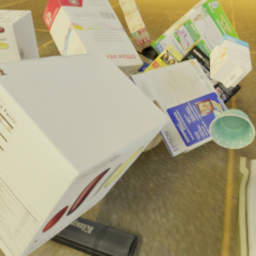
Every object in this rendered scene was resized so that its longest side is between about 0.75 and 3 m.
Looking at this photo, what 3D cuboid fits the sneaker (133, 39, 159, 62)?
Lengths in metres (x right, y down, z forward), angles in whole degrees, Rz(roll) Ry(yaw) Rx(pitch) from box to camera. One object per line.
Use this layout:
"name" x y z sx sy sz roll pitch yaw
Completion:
"sneaker" 1.339 -2.744 10.362 2.299 0.690 1.199 1 30 -27

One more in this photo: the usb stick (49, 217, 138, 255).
"usb stick" -1.082 2.235 5.981 2.625 0.428 0.728 12 36 17

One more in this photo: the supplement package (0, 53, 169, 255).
"supplement package" -1.252 0.413 5.340 2.086 2.837 2.713 46 36 13

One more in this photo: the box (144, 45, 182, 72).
"box" 0.977 -1.857 8.596 0.541 1.438 0.360 42 48 -9

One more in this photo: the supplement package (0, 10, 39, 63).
"supplement package" -4.884 -3.369 11.809 1.423 2.566 1.999 3 36 4

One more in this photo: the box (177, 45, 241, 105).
"box" 2.127 -1.212 8.922 2.037 0.506 2.022 44 90 3

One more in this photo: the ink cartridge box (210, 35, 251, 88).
"ink cartridge box" 2.398 -1.537 6.617 0.652 0.669 1.042 19 53 -9

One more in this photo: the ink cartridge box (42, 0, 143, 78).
"ink cartridge box" -1.110 -2.734 8.754 2.047 1.187 2.774 -15 74 -43

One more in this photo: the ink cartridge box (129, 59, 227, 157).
"ink cartridge box" 1.431 -0.594 7.506 2.372 0.557 2.344 -20 75 -25

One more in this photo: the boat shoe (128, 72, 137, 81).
"boat shoe" 0.021 -1.120 7.786 0.330 0.933 0.423 21 6 -5

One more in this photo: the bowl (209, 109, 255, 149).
"bowl" 2.230 -0.043 5.995 0.898 0.898 0.470 13 42 17

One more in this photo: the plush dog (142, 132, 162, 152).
"plush dog" 0.083 0.233 7.724 1.938 2.256 1.810 -15 73 -7

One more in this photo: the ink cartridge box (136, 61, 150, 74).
"ink cartridge box" 0.091 -2.343 12.018 2.109 0.466 0.992 -20 42 -33

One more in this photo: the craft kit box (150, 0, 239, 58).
"craft kit box" 2.491 -2.650 9.589 2.514 2.546 0.618 -40 23 4

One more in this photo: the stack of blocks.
"stack of blocks" 0.243 -3.644 9.575 0.488 0.959 1.666 -23 66 13

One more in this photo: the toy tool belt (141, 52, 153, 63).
"toy tool belt" 1.194 -3.085 12.189 1.309 0.804 0.817 -3 29 43

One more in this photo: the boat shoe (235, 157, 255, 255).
"boat shoe" 2.895 1.686 6.090 1.017 1.111 2.972 7 35 20
